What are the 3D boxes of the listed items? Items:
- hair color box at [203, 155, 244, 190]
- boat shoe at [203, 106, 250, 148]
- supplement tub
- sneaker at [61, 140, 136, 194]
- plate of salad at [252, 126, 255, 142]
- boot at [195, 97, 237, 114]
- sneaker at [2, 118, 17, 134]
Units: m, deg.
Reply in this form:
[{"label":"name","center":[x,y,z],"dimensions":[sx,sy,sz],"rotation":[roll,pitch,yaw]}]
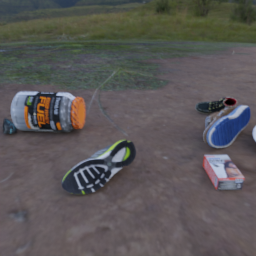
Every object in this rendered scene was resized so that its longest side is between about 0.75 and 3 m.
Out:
[{"label":"hair color box","center":[2.716,1.256,8.102],"dimensions":[0.733,0.423,1.322],"rotation":[0,23,-3]},{"label":"boat shoe","center":[3.533,-0.055,10.586],"dimensions":[1.070,1.068,2.957],"rotation":[7,23,45]},{"label":"supplement tub","center":[-3.099,-0.625,11.130],"dimensions":[2.574,1.577,1.577],"rotation":[2,22,6]},{"label":"sneaker","center":[-0.868,1.142,8.044],"dimensions":[2.408,0.890,0.975],"rotation":[-26,6,-36]},{"label":"plate of salad","center":[5.738,0.483,9.708],"dimensions":[2.676,0.643,2.676],"rotation":[-3,32,2]},{"label":"boot","center":[3.996,-1.059,12.750],"dimensions":[1.663,0.600,1.256],"rotation":[5,-12,2]},{"label":"sneaker","center":[-4.816,-0.032,11.355],"dimensions":[0.476,0.453,1.201],"rotation":[7,21,-30]}]
